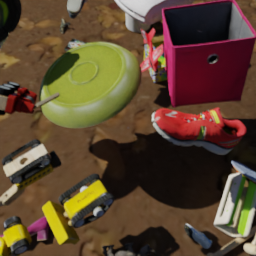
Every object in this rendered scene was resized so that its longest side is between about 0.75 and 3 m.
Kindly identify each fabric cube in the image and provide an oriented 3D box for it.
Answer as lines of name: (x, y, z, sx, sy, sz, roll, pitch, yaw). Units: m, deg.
fabric cube: (1.835, -1.811, 6.949, 1.785, 1.813, 1.819, -6, 48, 4)

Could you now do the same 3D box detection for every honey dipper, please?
honey dipper: (3.101, 2.813, 7.291, 2.558, 0.486, 0.486, -26, 62, -14)

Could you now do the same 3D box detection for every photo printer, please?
photo printer: (0.785, -4.484, 9.197, 2.453, 0.852, 2.040, -32, 67, -18)

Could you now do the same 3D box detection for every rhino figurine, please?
rhino figurine: (0.034, 3.225, 7.063, 1.356, 0.406, 0.593, -4, 68, -5)

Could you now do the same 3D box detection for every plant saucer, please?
plant saucer: (-0.986, -1.180, 6.586, 2.594, 0.403, 2.594, -8, 55, 12)

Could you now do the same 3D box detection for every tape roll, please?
tape roll: (0.426, -4.613, 11.675, 1.074, 0.738, 1.074, 0, 58, 0)

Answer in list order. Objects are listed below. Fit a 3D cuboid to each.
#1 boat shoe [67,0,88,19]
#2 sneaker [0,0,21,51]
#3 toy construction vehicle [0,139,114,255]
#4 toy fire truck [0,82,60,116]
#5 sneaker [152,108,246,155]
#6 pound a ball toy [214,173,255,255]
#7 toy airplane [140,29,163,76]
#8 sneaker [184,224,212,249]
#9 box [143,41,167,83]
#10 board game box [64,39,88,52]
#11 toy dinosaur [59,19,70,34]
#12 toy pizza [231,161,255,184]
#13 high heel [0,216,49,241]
boat shoe: (-1.409, -3.750, 8.042, 0.503, 0.416, 1.344, 13, 72, -9)
sneaker: (-3.473, -1.793, 6.237, 1.180, 1.077, 2.916, 25, 82, 43)
toy construction vehicle: (-1.702, 1.424, 5.142, 2.439, 0.859, 2.124, -35, 54, -14)
toy fire truck: (-1.578, -0.445, 4.469, 0.881, 0.776, 0.567, 17, 102, -11)
sneaker: (1.560, -0.111, 6.035, 2.214, 0.940, 0.853, 12, 48, -22)
pound a ball toy: (3.020, 2.300, 7.536, 1.167, 0.761, 1.790, 33, 61, -7)
toy airplane: (0.621, -2.084, 7.715, 0.256, 1.393, 1.393, -12, 58, -25)
sneaker: (1.832, 2.841, 7.407, 0.802, 0.288, 0.291, 37, 38, 25)
box: (1.395, -2.499, 10.349, 1.305, 0.796, 1.256, -16, 61, -9)
board game box: (-1.799, -3.118, 11.113, 1.295, 0.152, 0.678, 22, 59, 13)
toy dinosaur: (-2.676, -4.368, 11.846, 0.416, 0.224, 0.944, -7, 55, 3)
toy pizza: (3.403, 1.312, 8.052, 1.038, 1.038, 0.165, 36, 108, 20)
high heel: (-2.742, 2.664, 7.351, 1.299, 0.438, 0.623, -2, 68, -7)
